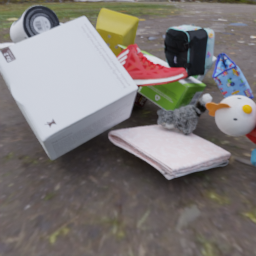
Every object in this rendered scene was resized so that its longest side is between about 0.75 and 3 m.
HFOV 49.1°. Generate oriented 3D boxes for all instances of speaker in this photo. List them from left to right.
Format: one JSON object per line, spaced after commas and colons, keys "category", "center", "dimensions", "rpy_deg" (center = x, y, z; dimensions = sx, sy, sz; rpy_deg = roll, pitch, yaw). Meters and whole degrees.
{"category": "speaker", "center": [-3.061, -3.111, 8.991], "dimensions": [1.091, 1.091, 2.686], "rpy_deg": [-16, 18, -26]}

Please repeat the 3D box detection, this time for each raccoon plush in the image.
{"category": "raccoon plush", "center": [1.489, -0.522, 7.954], "dimensions": [1.043, 1.557, 0.753], "rpy_deg": [19, 30, -11]}

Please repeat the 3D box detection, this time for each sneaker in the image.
{"category": "sneaker", "center": [0.548, -1.814, 7.939], "dimensions": [2.139, 1.236, 0.838], "rpy_deg": [-4, 9, 14]}

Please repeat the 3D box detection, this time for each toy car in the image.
{"category": "toy car", "center": [2.769, -0.254, 6.312], "dimensions": [1.997, 1.841, 1.766], "rpy_deg": [15, -15, -2]}

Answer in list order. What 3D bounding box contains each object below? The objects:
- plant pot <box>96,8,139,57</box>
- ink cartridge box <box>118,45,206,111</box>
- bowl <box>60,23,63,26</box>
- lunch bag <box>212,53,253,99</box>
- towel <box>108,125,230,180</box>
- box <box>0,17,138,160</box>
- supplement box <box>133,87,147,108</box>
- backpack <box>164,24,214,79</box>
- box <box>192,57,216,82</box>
{"category": "plant pot", "center": [-0.564, -3.267, 10.240], "dimensions": [1.467, 1.468, 1.294], "rpy_deg": [17, 41, 3]}
{"category": "ink cartridge box", "center": [1.003, -1.688, 9.643], "dimensions": [2.787, 1.056, 2.060], "rpy_deg": [35, 23, 21]}
{"category": "bowl", "center": [-3.188, -2.746, 11.929], "dimensions": [2.990, 1.564, 2.990], "rpy_deg": [2, 73, -5]}
{"category": "lunch bag", "center": [2.935, -1.473, 8.004], "dimensions": [0.686, 1.099, 1.459], "rpy_deg": [-26, 24, 28]}
{"category": "towel", "center": [1.119, 0.514, 7.575], "dimensions": [2.511, 0.405, 2.398], "rpy_deg": [-5, 25, -40]}
{"category": "box", "center": [-1.559, -1.014, 7.278], "dimensions": [2.581, 1.687, 2.567], "rpy_deg": [-30, 75, -18]}
{"category": "supplement box", "center": [-0.454, -1.677, 10.180], "dimensions": [2.461, 0.749, 1.340], "rpy_deg": [23, 9, -41]}
{"category": "backpack", "center": [1.844, -2.448, 8.744], "dimensions": [1.286, 1.475, 1.678], "rpy_deg": [-17, 29, -19]}
{"category": "box", "center": [2.989, -2.727, 12.460], "dimensions": [1.084, 1.259, 1.265], "rpy_deg": [39, 40, 13]}
